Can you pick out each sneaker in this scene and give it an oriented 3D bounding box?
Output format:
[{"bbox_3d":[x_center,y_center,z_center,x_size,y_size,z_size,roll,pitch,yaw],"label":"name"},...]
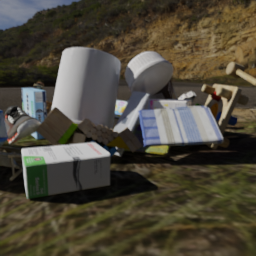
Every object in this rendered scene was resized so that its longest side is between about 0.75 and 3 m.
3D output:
[{"bbox_3d":[-3.352,-0.158,8.342,0.963,1.024,2.500,-29,10,-31],"label":"sneaker"}]

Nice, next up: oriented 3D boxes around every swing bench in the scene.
[{"bbox_3d":[-2.896,0.793,6.877,0.960,0.626,0.965,3,12,23],"label":"swing bench"}]

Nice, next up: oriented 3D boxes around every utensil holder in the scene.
[{"bbox_3d":[-1.480,-1.164,9.971,2.290,2.695,2.290,8,-7,1],"label":"utensil holder"}]

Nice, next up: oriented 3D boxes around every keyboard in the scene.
[{"bbox_3d":[-0.020,-0.203,8.800,0.657,2.333,0.124,11,-27,34],"label":"keyboard"}]

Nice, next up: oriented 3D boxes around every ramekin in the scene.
[{"bbox_3d":[0.657,-1.892,9.808,1.709,1.709,0.796,-9,56,-39],"label":"ramekin"}]

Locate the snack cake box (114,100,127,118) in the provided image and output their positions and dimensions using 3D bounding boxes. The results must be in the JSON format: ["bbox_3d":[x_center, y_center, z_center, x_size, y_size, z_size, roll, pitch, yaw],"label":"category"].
[{"bbox_3d":[-0.407,-0.964,14.757,1.457,0.838,0.489,13,-20,42],"label":"snack cake box"}]

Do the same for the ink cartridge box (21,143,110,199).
[{"bbox_3d":[-1.384,0.865,6.181,1.739,0.731,1.269,-4,12,-22],"label":"ink cartridge box"}]

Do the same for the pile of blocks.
[{"bbox_3d":[-1.058,0.291,7.982,2.872,1.179,0.892,15,0,0],"label":"pile of blocks"}]

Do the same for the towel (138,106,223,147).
[{"bbox_3d":[1.466,-0.048,8.113,2.232,0.266,1.639,-3,41,-3],"label":"towel"}]

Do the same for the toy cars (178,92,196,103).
[{"bbox_3d":[2.152,-1.119,12.905,0.499,1.010,2.252,38,-28,-19],"label":"toy cars"}]

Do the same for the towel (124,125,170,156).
[{"bbox_3d":[0.607,0.361,8.797,1.593,0.181,1.144,4,48,19],"label":"towel"}]

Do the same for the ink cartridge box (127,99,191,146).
[{"bbox_3d":[0.968,-0.265,9.851,2.292,1.473,1.435,3,8,18],"label":"ink cartridge box"}]

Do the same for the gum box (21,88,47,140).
[{"bbox_3d":[-3.712,-0.628,11.035,0.466,1.776,2.091,-7,14,-31],"label":"gum box"}]

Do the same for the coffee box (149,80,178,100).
[{"bbox_3d":[1.519,-0.985,11.374,0.789,1.979,1.132,-9,44,24],"label":"coffee box"}]

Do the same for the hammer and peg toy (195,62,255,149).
[{"bbox_3d":[3.129,-0.871,9.538,1.040,2.950,2.170,20,11,-7],"label":"hammer and peg toy"}]

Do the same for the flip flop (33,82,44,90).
[{"bbox_3d":[-3.497,-1.686,11.134,0.394,0.280,0.972,30,3,-14],"label":"flip flop"}]

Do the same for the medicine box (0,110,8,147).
[{"bbox_3d":[-3.996,0.249,6.791,1.467,0.829,1.610,-1,-26,-47],"label":"medicine box"}]

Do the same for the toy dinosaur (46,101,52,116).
[{"bbox_3d":[-3.292,-0.612,12.174,0.680,1.195,2.251,-1,30,21],"label":"toy dinosaur"}]
